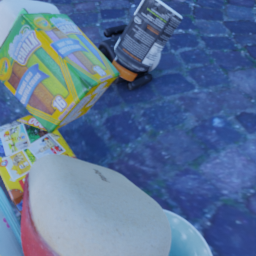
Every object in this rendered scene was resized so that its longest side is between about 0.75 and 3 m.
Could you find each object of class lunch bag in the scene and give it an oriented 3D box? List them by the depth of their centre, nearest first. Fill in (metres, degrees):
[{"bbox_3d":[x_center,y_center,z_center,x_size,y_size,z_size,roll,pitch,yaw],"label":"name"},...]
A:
[{"bbox_3d":[-2.453,1.895,3.817,2.072,2.583,0.996,55,27,5],"label":"lunch bag"}]

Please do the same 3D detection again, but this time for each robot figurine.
[{"bbox_3d":[-0.073,-2.749,10.848,2.794,2.099,1.744,-24,36,-20],"label":"robot figurine"}]

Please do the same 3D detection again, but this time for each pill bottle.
[{"bbox_3d":[0.348,-2.135,6.917,1.047,1.971,1.047,30,24,-15],"label":"pill bottle"}]

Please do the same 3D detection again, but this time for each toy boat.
[{"bbox_3d":[-0.725,1.617,4.109,1.916,2.936,1.919,20,89,-20],"label":"toy boat"}]

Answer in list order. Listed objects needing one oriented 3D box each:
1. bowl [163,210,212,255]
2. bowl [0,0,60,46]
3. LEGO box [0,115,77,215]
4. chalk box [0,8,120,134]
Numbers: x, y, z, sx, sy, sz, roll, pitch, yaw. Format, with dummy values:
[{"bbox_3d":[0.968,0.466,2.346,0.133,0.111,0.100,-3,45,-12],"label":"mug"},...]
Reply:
[{"bbox_3d":[0.446,3.083,5.809,2.478,1.296,2.478,1,47,-1],"label":"bowl"},{"bbox_3d":[-2.666,-2.503,7.743,1.780,1.783,0.665,-13,46,-41],"label":"bowl"},{"bbox_3d":[-2.720,0.880,8.065,1.895,0.982,2.544,-27,53,-23],"label":"LEGO box"},{"bbox_3d":[-1.861,-1.548,6.566,2.677,1.666,1.657,46,30,0],"label":"chalk box"}]
